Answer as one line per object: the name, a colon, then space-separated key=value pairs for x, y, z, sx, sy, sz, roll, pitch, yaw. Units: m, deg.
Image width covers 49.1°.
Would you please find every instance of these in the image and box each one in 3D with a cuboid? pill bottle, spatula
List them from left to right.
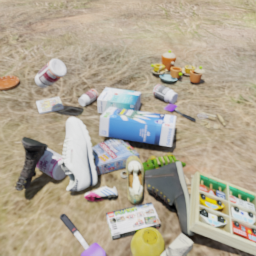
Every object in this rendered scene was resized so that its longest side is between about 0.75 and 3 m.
pill bottle: x=-2.750 y=1.182 z=9.726 sx=1.373 sy=0.778 sz=0.778 roll=23 pitch=43 yaw=27
pill bottle: x=-3.165 y=-2.157 z=11.338 sx=1.322 sy=0.755 sz=0.755 roll=-24 pitch=20 yaw=40
spatula: x=-1.360 y=3.037 z=7.783 sx=0.575 sy=0.209 sz=2.034 roll=-34 pitch=47 yaw=-24
pill bottle: x=-1.894 y=-1.426 z=13.304 sx=0.512 sy=0.512 sz=0.934 roll=23 pitch=43 yaw=26
pill bottle: x=1.788 y=-1.611 z=13.437 sx=0.641 sy=0.641 sz=1.107 roll=-31 pitch=48 yaw=-33
spatula: x=2.356 y=-0.676 z=12.601 sx=1.648 sy=0.169 sz=0.466 roll=33 pitch=62 yaw=32

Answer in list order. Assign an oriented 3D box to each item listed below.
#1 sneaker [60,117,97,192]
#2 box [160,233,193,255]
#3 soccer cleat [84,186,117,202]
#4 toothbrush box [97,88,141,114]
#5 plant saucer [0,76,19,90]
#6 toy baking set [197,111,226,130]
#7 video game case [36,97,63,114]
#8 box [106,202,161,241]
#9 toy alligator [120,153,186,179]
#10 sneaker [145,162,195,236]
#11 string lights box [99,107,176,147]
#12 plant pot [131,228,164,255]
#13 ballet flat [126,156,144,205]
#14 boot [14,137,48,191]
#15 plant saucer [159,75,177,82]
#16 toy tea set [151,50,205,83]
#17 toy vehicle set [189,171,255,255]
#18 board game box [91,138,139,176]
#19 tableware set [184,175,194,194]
sneaker: x=-1.723 y=0.834 z=9.030 sx=0.960 sy=2.384 sz=0.911 roll=-12 pitch=-4 yaw=-29
box: x=1.236 y=3.299 z=7.355 sx=0.423 sy=0.352 sz=1.031 roll=30 pitch=47 yaw=33
soccer cleat: x=-0.866 y=2.086 z=8.914 sx=1.051 sy=0.367 sz=0.454 roll=1 pitch=43 yaw=-11
toothbrush box: x=-0.388 y=-1.160 z=12.739 sx=1.731 sy=0.738 sz=1.267 roll=9 pitch=35 yaw=13
plant saucer: x=-6.422 y=-2.344 z=14.729 sx=1.338 sy=0.216 sz=1.338 roll=-1 pitch=38 yaw=1
toy baking set: x=3.614 y=-0.389 z=12.252 sx=1.063 sy=0.161 sz=1.385 roll=-1 pitch=38 yaw=-2
video game case: x=-3.682 y=-1.063 z=13.149 sx=1.106 sy=0.127 sz=1.007 roll=-14 pitch=40 yaw=-18
box: x=0.139 y=2.702 z=8.186 sx=1.442 sy=0.250 sz=0.794 roll=-9 pitch=40 yaw=-13
toy alligator: x=0.906 y=1.312 z=9.724 sx=2.397 sy=0.576 sz=0.794 roll=-10 pitch=39 yaw=-12
sneaker: x=1.247 y=2.203 z=8.550 sx=1.271 sy=0.895 sz=2.392 roll=-15 pitch=43 yaw=10
string lights box: x=0.413 y=-0.080 z=11.023 sx=2.798 sy=0.825 sz=1.438 roll=8 pitch=21 yaw=9
plant pot: x=0.556 y=3.007 z=7.379 sx=0.921 sy=0.654 sz=0.921 roll=3 pitch=46 yaw=-3
ballet flat: x=0.229 y=1.567 z=9.014 sx=0.607 sy=0.607 sz=1.717 roll=0 pitch=57 yaw=0
boot: x=-3.043 y=1.167 z=8.596 sx=0.632 sy=1.827 sz=1.590 roll=20 pitch=79 yaw=2
plant saucer: x=2.140 y=-2.624 z=15.031 sx=0.952 sy=0.183 sz=0.952 roll=7 pitch=30 yaw=-4
toy tea set: x=2.808 y=-3.422 z=15.254 sx=2.956 sy=1.094 sz=1.758 roll=18 pitch=34 yaw=21
toy vehicle set: x=3.114 y=2.444 z=7.716 sx=2.900 sy=0.384 sz=1.802 roll=21 pitch=39 yaw=-3
board game box: x=-0.687 y=1.005 z=10.161 sx=1.589 sy=0.490 sz=1.590 roll=-22 pitch=41 yaw=-27
tableware set: x=2.159 y=1.899 z=9.354 sx=0.788 sy=0.109 sz=0.943 roll=-9 pitch=38 yaw=-11
